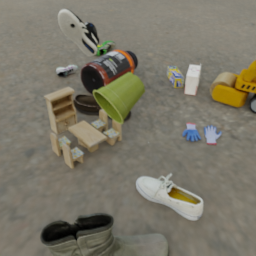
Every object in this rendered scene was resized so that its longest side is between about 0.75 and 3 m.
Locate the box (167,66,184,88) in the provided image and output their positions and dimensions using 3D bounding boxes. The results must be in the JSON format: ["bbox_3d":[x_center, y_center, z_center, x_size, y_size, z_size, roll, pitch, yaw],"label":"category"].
[{"bbox_3d":[2.224,-2.432,13.267,0.456,0.497,1.419,-5,36,-7],"label":"box"}]

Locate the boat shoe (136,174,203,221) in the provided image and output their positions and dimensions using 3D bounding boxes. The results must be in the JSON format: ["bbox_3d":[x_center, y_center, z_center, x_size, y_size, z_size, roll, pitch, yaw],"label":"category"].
[{"bbox_3d":[1.067,1.654,7.426,1.970,0.840,0.728,26,43,30],"label":"boat shoe"}]

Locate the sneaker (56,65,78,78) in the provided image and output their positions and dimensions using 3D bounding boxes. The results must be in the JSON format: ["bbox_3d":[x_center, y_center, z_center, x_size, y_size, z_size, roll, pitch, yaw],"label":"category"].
[{"bbox_3d":[-2.989,-2.712,13.775,1.079,0.419,0.755,-14,39,-3],"label":"sneaker"}]

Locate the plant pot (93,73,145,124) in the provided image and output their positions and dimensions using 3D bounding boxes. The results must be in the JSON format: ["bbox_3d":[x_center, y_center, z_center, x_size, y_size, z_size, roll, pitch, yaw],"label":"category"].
[{"bbox_3d":[-0.135,-0.784,6.670,0.977,1.029,1.029,-42,50,-13],"label":"plant pot"}]

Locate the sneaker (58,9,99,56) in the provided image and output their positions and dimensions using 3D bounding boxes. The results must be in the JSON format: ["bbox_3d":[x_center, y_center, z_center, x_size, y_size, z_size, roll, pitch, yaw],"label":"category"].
[{"bbox_3d":[-1.799,-3.721,10.350,0.740,2.025,1.133,-12,53,23],"label":"sneaker"}]

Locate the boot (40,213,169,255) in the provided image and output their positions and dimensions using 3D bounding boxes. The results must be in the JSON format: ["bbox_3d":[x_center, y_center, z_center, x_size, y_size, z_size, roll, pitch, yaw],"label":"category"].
[{"bbox_3d":[-0.328,2.394,5.687,2.612,1.706,0.884,-8,37,-11],"label":"boot"}]

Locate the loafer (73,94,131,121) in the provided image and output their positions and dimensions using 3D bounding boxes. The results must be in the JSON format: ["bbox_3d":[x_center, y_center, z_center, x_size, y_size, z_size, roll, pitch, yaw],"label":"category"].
[{"bbox_3d":[-1.047,-1.015,11.006,2.502,0.893,0.913,12,38,16],"label":"loafer"}]

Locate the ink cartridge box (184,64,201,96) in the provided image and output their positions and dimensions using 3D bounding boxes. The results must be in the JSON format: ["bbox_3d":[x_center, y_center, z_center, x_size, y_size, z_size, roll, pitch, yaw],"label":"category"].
[{"bbox_3d":[2.933,-2.243,12.671,0.526,0.908,1.559,10,37,15],"label":"ink cartridge box"}]

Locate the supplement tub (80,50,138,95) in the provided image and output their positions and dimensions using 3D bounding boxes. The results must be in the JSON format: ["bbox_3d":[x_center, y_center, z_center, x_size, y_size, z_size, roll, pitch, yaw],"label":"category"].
[{"bbox_3d":[-0.719,-2.606,12.678,1.508,1.508,2.821,23,41,28],"label":"supplement tub"}]

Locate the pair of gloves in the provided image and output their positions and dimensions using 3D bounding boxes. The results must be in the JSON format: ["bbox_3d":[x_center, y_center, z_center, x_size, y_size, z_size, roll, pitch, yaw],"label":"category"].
[{"bbox_3d":[2.640,0.194,9.999,1.369,0.156,1.101,6,37,9],"label":"pair of gloves"}]

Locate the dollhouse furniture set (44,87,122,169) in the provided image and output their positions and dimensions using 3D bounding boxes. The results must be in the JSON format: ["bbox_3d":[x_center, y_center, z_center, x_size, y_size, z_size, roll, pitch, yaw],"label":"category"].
[{"bbox_3d":[-1.698,-0.193,9.400,2.090,1.481,2.275,-29,45,-33],"label":"dollhouse furniture set"}]

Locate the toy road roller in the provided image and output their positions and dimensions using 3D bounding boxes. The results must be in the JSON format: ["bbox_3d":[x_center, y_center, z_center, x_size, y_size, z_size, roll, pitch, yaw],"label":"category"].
[{"bbox_3d":[4.836,-1.929,11.387,2.613,1.907,1.606,19,40,24],"label":"toy road roller"}]

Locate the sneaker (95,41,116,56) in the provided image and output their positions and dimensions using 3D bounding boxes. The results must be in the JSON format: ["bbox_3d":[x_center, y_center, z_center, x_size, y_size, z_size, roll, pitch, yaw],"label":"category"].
[{"bbox_3d":[-1.318,-4.498,16.112,1.549,0.604,0.660,-34,55,-25],"label":"sneaker"}]
